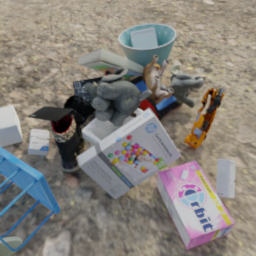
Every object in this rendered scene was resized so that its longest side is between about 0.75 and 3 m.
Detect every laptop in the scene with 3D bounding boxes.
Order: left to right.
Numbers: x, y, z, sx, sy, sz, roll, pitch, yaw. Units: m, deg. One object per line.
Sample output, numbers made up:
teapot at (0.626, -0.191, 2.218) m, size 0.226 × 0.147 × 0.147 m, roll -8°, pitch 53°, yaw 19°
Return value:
laptop at (-2.466, -0.308, 9.868) m, size 1.318 × 1.488 × 0.768 m, roll 9°, pitch 69°, yaw 26°

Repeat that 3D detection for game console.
game console at (0.743, -1.776, 12.376) m, size 2.824 × 2.434 × 1.676 m, roll 37°, pitch 83°, yaw 30°

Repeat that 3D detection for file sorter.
file sorter at (-3.883, 1.932, 8.377) m, size 2.936 × 2.037 × 1.801 m, roll 25°, pitch 54°, yaw 25°

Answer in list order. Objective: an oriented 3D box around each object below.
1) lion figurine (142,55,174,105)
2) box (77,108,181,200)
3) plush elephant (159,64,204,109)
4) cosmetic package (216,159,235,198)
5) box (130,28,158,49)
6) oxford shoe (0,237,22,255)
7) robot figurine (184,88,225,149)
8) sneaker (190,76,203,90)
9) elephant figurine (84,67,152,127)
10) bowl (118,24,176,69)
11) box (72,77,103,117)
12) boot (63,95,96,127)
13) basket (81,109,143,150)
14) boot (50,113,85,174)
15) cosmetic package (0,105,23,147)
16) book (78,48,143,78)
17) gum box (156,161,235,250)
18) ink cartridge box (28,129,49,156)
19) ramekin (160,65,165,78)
lion figurine at (1.106, -1.835, 11.743) m, size 1.010 × 1.706 × 2.786 m, roll 17°, pitch 52°, yaw -13°
box at (0.093, 0.906, 8.818) m, size 2.670 × 2.082 × 0.550 m, roll -34°, pitch 38°, yaw 4°
plush elephant at (2.344, -1.945, 12.318) m, size 1.851 × 1.524 × 1.433 m, roll 12°, pitch 46°, yaw 12°
cosmetic package at (3.235, 1.676, 9.252) m, size 0.452 × 0.621 × 1.222 m, roll 0°, pitch 78°, yaw 38°
box at (0.788, -4.111, 13.544) m, size 1.193 × 1.199 × 0.784 m, roll -10°, pitch 17°, yaw 5°
oxford shoe at (-4.125, 3.505, 8.019) m, size 2.063 × 0.776 × 0.596 m, roll -16°, pitch 30°, yaw -13°
robot figurine at (2.863, -0.419, 10.474) m, size 0.714 × 1.778 × 2.453 m, roll 24°, pitch 88°, yaw 11°
sneaker at (3.086, -2.131, 13.484) m, size 1.232 × 0.455 × 0.539 m, roll -17°, pitch 50°, yaw -10°
elephant figurine at (-0.523, -1.409, 10.427) m, size 1.970 × 1.797 × 2.539 m, roll 18°, pitch 29°, yaw -16°
bowl at (0.954, -3.806, 13.533) m, size 2.718 × 1.422 × 2.718 m, roll -5°, pitch 41°, yaw 4°
box at (-1.563, -1.373, 12.390) m, size 1.524 × 0.961 × 1.550 m, roll -11°, pitch 47°, yaw -10°
boot at (-1.971, -0.633, 10.581) m, size 1.128 × 1.377 × 0.510 m, roll 15°, pitch 43°, yaw -48°
basket at (-0.461, 0.249, 10.587) m, size 1.507 × 1.371 × 2.223 m, roll 28°, pitch 51°, yaw 24°
boot at (-2.191, 0.172, 10.246) m, size 0.925 × 1.903 × 2.527 m, roll -4°, pitch 42°, yaw 1°
cosmetic package at (-5.519, 0.125, 10.941) m, size 2.413 × 1.024 × 1.299 m, roll -15°, pitch 47°, yaw -14°
book at (-0.760, -2.809, 12.676) m, size 2.493 × 0.599 × 1.666 m, roll 9°, pitch -6°, yaw -42°
gum box at (2.002, 2.326, 8.988) m, size 1.433 × 0.835 × 2.525 m, roll -14°, pitch 49°, yaw -13°
ink cartridge box at (-3.423, 0.558, 10.763) m, size 0.687 × 0.400 × 0.950 m, roll 10°, pitch 49°, yaw -23°
ramekin at (1.277, -2.989, 14.137) m, size 1.244 × 0.653 × 1.244 m, roll 0°, pitch 47°, yaw 0°
